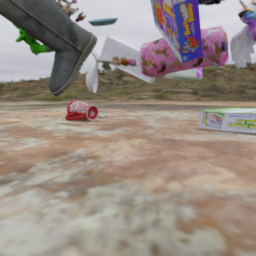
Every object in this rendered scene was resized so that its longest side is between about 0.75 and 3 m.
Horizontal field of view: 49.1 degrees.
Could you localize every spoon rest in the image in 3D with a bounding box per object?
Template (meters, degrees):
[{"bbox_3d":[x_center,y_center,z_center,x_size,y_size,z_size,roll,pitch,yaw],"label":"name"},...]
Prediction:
[{"bbox_3d":[-1.375,-2.222,10.852,0.598,1.972,0.980,1,44,9],"label":"spoon rest"}]

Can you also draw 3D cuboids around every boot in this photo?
[{"bbox_3d":[-2.036,-2.087,6.554,2.247,2.043,0.815,30,-2,-43],"label":"boot"}]

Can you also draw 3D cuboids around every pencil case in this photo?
[{"bbox_3d":[1.759,-2.406,9.076,2.826,1.170,1.223,-5,45,23],"label":"pencil case"}]

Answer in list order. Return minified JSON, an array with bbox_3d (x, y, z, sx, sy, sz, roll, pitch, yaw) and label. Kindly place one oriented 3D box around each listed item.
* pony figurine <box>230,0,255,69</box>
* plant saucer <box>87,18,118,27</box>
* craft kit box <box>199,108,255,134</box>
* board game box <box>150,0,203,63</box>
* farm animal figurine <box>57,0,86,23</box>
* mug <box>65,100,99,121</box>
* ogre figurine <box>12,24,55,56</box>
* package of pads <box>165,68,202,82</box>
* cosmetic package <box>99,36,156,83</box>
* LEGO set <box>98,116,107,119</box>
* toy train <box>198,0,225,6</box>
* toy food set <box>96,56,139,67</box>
[{"bbox_3d":[3.649,-2.843,7.734,1.740,2.017,2.089,-5,35,45],"label":"pony figurine"},{"bbox_3d":[-0.781,-3.317,8.801,0.965,0.173,0.965,-5,25,2],"label":"plant saucer"},{"bbox_3d":[4.351,-0.277,9.229,2.930,0.720,2.967,10,11,43],"label":"craft kit box"},{"bbox_3d":[1.164,-3.163,7.470,0.585,1.756,2.612,-18,42,1],"label":"board game box"},{"bbox_3d":[-1.913,-3.736,8.553,1.059,0.659,1.311,40,-10,20],"label":"farm animal figurine"},{"bbox_3d":[-2.011,-0.597,12.190,1.296,1.151,0.865,11,-24,41],"label":"mug"},{"bbox_3d":[-3.452,-3.549,10.108,1.278,1.046,2.131,-20,-51,38],"label":"ogre figurine"},{"bbox_3d":[2.298,-3.061,11.650,1.663,2.152,0.734,-2,2,-33],"label":"package of pads"},{"bbox_3d":[0.102,-2.943,12.013,2.579,1.064,0.653,29,22,14],"label":"cosmetic package"},{"bbox_3d":[-1.434,-0.545,13.383,0.853,0.209,0.637,-1,10,-7],"label":"LEGO set"},{"bbox_3d":[2.015,-3.527,6.564,0.795,0.594,1.395,-5,-32,3],"label":"toy train"},{"bbox_3d":[-0.227,-2.096,8.797,0.936,0.232,1.473,16,18,21],"label":"toy food set"}]
